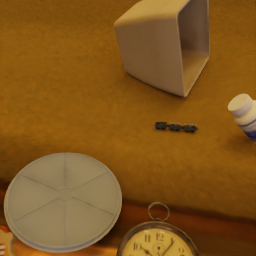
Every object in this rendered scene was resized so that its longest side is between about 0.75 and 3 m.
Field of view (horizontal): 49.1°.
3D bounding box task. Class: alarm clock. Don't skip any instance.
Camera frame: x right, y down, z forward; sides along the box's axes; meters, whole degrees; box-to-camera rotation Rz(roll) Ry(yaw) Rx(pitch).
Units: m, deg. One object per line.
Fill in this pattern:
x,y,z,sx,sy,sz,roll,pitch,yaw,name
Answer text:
0.582,2.529,5.565,1.592,0.785,2.360,7,44,3,alarm clock

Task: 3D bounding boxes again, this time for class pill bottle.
3.348,-0.256,7.544,1.345,0.805,0.805,42,49,-18,pill bottle

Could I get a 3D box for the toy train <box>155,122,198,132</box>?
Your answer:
1.430,-0.048,8.327,1.264,0.216,0.289,5,26,5,toy train

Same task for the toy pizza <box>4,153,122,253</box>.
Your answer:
-1.448,1.627,6.475,2.596,0.411,2.596,6,43,-5,toy pizza

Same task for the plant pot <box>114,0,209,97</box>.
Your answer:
1.137,-3.041,9.545,2.444,2.757,2.761,11,47,28,plant pot

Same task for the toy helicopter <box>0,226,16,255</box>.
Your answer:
-2.452,2.662,5.501,1.683,0.664,1.113,14,69,24,toy helicopter
